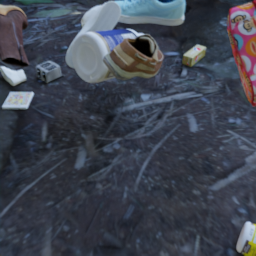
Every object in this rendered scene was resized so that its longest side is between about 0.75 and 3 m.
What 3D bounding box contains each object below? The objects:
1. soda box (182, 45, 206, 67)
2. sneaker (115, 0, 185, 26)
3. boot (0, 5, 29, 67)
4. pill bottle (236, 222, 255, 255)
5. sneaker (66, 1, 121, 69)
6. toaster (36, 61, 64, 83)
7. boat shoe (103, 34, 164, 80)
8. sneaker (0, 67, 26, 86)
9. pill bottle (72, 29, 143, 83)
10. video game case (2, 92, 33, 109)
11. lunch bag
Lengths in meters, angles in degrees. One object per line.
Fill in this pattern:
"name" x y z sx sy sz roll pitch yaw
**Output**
"soda box" 3.365 -3.689 14.274 0.525 0.496 1.550 27 47 27
"sneaker" 0.628 -4.580 10.253 2.972 1.218 1.098 3 49 1
"boot" -3.719 -2.886 8.991 0.903 2.077 2.497 -23 2 11
"pill bottle" 3.313 2.821 6.475 1.397 0.763 0.763 20 45 23
"sneaker" -1.282 -3.011 9.223 2.423 0.893 1.400 -52 31 -1
"toaster" -3.625 -2.586 12.923 0.885 0.581 0.979 31 49 30
"boat shoe" 0.348 -1.612 6.220 0.833 0.790 2.200 47 33 5
"sneaker" -5.247 -2.462 12.887 0.804 0.513 1.391 -31 59 -33
"pill bottle" -0.329 -2.151 8.115 1.319 1.319 2.375 30 35 30
"video game case" -4.545 -1.137 11.583 0.981 0.123 1.078 0 40 0
"lunch bag" 3.339 -1.824 7.465 1.005 2.162 2.454 -15 76 18
